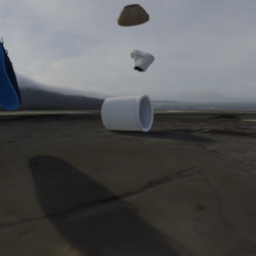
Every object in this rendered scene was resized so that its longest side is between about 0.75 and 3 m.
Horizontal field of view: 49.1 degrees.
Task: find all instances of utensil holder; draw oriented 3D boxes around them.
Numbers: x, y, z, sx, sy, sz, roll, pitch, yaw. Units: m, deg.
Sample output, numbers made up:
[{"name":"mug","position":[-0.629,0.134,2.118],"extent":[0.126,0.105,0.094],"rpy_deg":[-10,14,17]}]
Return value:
[{"name":"utensil holder","position":[-0.044,-0.707,13.899],"extent":[2.080,1.767,1.767],"rpy_deg":[0,5,27]}]

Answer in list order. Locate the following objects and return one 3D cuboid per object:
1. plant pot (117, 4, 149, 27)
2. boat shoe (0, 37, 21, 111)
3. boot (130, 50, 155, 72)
[{"name":"plant pot","position":[0.124,-3.289,8.089],"extent":[0.960,0.443,0.960],"rpy_deg":[-7,35,5]},{"name":"boat shoe","position":[-4.369,-1.929,9.270],"extent":[1.163,2.764,0.949],"rpy_deg":[-11,18,-4]},{"name":"boot","position":[0.490,-3.396,14.341],"extent":[0.718,0.933,1.952],"rpy_deg":[37,-4,-34]}]
